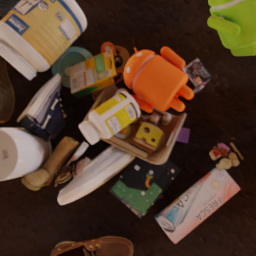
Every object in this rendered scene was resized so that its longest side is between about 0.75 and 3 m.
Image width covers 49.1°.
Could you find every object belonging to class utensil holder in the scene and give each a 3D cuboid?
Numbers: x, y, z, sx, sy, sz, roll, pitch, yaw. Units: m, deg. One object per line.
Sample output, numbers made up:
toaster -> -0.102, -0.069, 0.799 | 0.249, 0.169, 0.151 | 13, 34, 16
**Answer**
utensil holder -> -3.517, 0.759, 8.602 | 1.604, 1.888, 1.604 | 0, 90, 12

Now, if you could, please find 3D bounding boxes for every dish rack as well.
dish rack -> -4.236, -5.559, 10.602 | 2.258, 0.803, 2.943 | 16, 79, 4

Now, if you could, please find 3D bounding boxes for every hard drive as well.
hard drive -> 0.551, 1.734, 9.209 | 1.415, 0.383, 2.025 | 38, 75, 13

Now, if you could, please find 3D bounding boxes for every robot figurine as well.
robot figurine -> 3.723, -3.850, 9.364 | 2.524, 1.664, 2.877 | -40, 118, -17
robot figurine -> 0.877, -1.493, 9.005 | 2.490, 1.791, 1.452 | 38, 48, 10

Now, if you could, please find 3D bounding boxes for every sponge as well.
sponge -> 1.668, 0.210, 9.774 | 0.891, 0.133, 0.497 | 10, 80, 1

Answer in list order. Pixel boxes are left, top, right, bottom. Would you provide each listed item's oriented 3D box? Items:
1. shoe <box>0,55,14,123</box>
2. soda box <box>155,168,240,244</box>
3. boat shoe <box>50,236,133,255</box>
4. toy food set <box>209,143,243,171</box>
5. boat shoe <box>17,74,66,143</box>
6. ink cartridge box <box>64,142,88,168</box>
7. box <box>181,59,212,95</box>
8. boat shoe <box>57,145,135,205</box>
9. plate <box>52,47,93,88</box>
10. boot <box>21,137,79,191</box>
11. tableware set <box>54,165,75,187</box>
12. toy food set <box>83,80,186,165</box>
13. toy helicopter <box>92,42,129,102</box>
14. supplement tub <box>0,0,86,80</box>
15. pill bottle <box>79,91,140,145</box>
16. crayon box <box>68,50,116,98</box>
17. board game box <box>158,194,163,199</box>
shoe -> -4.661, -1.454, 9.820 | 0.738, 0.966, 2.763 | -17, 77, 29
soda box -> 2.184, 2.417, 8.962 | 2.699, 0.858, 0.923 | -37, 81, -8
boat shoe -> -1.126, 3.937, 8.645 | 2.575, 0.870, 0.927 | -4, 79, -1
toy food set -> 3.141, 0.921, 9.220 | 1.484, 0.234, 0.944 | -7, 57, -38
boat shoe -> -2.562, -0.662, 9.349 | 1.218, 0.980, 2.626 | 44, 41, -24
ink cartridge box -> -1.702, 0.954, 9.147 | 0.229, 0.735, 0.913 | 35, 58, -9
box -> 2.188, -1.651, 9.567 | 0.721, 1.257, 0.830 | -34, 81, -8
boat shoe -> -1.146, 1.381, 9.112 | 2.844, 1.024, 0.974 | -35, 75, -6
plate -> -2.003, -2.254, 10.230 | 1.618, 0.207, 1.618 | 0, 79, 0
boot -> -2.419, 1.048, 8.806 | 0.572, 1.515, 1.730 | 38, 94, 7
tableware set -> -2.083, 1.450, 9.061 | 0.713, 1.078, 0.216 | -26, 107, -4
toy food set -> 0.271, -0.283, 9.166 | 2.862, 0.865, 2.054 | 25, 60, 5
toy helicopter -> -0.589, -1.862, 9.956 | 1.398, 0.834, 2.114 | 25, 89, -1
supplement tub -> -3.019, -3.222, 9.438 | 2.047, 2.047, 2.830 | 40, 83, 7
pill bottle -> -0.589, -0.278, 8.621 | 1.774, 0.987, 0.987 | -35, 81, -16
crayon box -> -1.144, -1.809, 9.455 | 1.703, 0.439, 1.071 | -19, 65, 18
board game box -> 0.598, 2.143, 9.385 | 1.045, 0.169, 0.627 | -12, 83, -3
